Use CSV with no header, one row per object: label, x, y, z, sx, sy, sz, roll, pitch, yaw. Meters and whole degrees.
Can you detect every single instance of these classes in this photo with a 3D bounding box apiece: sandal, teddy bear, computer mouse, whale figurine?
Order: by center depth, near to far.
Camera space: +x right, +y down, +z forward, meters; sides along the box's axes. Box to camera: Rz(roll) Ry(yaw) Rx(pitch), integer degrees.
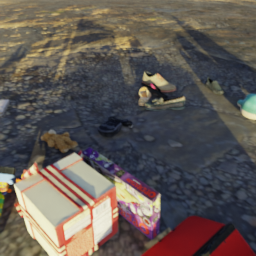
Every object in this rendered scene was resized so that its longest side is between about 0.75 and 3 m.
teddy bear,-2.568,0.448,10.420,1.056,0.486,1.456,-20,38,-32
computer mouse,-0.619,0.035,11.179,1.126,0.429,1.626,16,25,23
whale figurine,5.665,-1.141,12.373,1.541,1.005,1.937,11,35,17
sandal,0.801,-1.682,13.633,0.610,0.547,1.663,4,33,7
sandal,1.359,-1.965,14.053,0.646,0.388,1.721,0,27,-47

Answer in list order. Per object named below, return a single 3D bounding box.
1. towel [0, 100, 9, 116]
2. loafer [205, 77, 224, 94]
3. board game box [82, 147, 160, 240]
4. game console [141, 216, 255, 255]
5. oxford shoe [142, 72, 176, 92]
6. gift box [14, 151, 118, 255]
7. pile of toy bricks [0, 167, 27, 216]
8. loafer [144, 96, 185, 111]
towel,-6.032,-0.909,12.725,0.934,0.243,1.410,-3,33,-6
loafer,4.430,-2.158,14.408,0.486,0.502,1.431,-10,34,-16
board game box,-0.242,1.697,7.496,2.575,1.545,0.416,27,50,36
game console,1.656,3.190,6.444,2.153,1.278,1.856,-25,72,-33
oxford shoe,1.567,-2.388,14.533,2.008,0.751,0.707,21,38,29
gift box,-1.469,1.797,6.906,1.964,2.128,1.987,-24,38,-39
pile of toy bricks,-3.726,1.870,7.691,2.895,1.606,1.429,7,71,-8
loafer,1.667,-1.191,12.830,1.891,0.595,0.679,-1,33,-2
